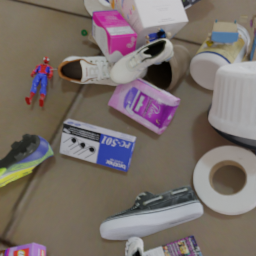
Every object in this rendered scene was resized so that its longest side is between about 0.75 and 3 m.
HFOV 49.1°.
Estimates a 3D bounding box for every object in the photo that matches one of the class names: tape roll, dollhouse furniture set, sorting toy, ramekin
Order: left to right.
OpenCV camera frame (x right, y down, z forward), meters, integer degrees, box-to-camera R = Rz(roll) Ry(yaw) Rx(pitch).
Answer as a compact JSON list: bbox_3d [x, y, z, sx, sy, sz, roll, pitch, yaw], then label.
[{"bbox_3d":[-0.969,-3.374,10.323,1.445,0.244,0.697,31,106,-4],"label":"sorting toy"},{"bbox_3d":[2.676,1.360,7.464,1.846,0.337,1.846,-14,57,23],"label":"tape roll"},{"bbox_3d":[3.338,-2.835,8.954,1.664,1.086,1.571,7,43,12],"label":"dollhouse furniture set"},{"bbox_3d":[3.411,-0.801,6.753,2.809,1.369,2.809,-3,20,1],"label":"ramekin"}]

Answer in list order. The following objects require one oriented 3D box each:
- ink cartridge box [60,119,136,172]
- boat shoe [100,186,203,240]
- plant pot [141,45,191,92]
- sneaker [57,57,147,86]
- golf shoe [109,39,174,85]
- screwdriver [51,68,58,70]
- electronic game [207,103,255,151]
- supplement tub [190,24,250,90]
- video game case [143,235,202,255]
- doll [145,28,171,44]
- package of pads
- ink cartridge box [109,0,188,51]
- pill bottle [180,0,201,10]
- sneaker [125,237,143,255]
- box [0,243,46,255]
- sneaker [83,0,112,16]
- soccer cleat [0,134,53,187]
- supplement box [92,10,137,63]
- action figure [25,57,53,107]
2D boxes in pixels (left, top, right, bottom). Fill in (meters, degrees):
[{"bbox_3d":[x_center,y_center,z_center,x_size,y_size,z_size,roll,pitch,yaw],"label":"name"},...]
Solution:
[{"bbox_3d":[-0.876,0.489,7.990,2.047,0.962,0.452,14,21,7],"label":"ink cartridge box"},{"bbox_3d":[0.550,2.142,7.225,2.706,0.975,0.960,-8,53,-17],"label":"boat shoe"},{"bbox_3d":[1.314,-2.107,9.298,1.381,1.592,1.592,-29,63,-33],"label":"plant pot"},{"bbox_3d":[-0.843,-1.781,9.020,2.908,1.059,1.231,-1,21,7],"label":"sneaker"},{"bbox_3d":[0.282,-1.921,7.810,1.999,0.972,0.782,-29,83,10],"label":"golf shoe"},{"bbox_3d":[-2.376,-1.953,9.263,0.137,0.983,0.143,41,102,-1],"label":"screwdriver"},{"bbox_3d":[3.757,-0.274,8.287,2.750,0.572,2.750,-1,39,1],"label":"electronic game"},{"bbox_3d":[3.100,-2.405,9.362,1.444,1.444,1.999,29,64,15],"label":"supplement tub"},{"bbox_3d":[1.203,3.589,6.673,1.458,0.288,1.609,-16,62,-9],"label":"video game case"},{"bbox_3d":[0.895,-2.638,8.202,0.770,0.526,0.187,-20,24,-15],"label":"doll"},{"bbox_3d":[0.456,-0.781,8.605,1.976,1.191,0.748,31,21,16],"label":"package of pads"},{"bbox_3d":[0.489,-4.228,9.366,1.676,1.721,2.677,-17,85,-22],"label":"ink cartridge box"},{"bbox_3d":[2.488,-5.399,10.547,2.400,1.275,1.275,-30,64,-3],"label":"pill bottle"},{"bbox_3d":[0.106,3.293,6.508,0.508,0.548,1.351,7,86,-11],"label":"sneaker"},{"bbox_3d":[-2.786,4.139,5.743,2.049,0.585,2.994,-16,55,10],"label":"box"},{"bbox_3d":[-0.450,-4.898,11.174,1.747,0.961,2.386,-31,56,-31],"label":"sneaker"},{"bbox_3d":[-3.251,1.208,7.678,2.671,1.117,0.863,-35,51,3],"label":"soccer cleat"},{"bbox_3d":[-0.476,-2.918,8.840,0.885,0.867,1.713,-12,50,-19],"label":"supplement box"},{"bbox_3d":[-2.920,-1.658,9.411,0.680,0.537,2.079,5,51,-6],"label":"action figure"}]
